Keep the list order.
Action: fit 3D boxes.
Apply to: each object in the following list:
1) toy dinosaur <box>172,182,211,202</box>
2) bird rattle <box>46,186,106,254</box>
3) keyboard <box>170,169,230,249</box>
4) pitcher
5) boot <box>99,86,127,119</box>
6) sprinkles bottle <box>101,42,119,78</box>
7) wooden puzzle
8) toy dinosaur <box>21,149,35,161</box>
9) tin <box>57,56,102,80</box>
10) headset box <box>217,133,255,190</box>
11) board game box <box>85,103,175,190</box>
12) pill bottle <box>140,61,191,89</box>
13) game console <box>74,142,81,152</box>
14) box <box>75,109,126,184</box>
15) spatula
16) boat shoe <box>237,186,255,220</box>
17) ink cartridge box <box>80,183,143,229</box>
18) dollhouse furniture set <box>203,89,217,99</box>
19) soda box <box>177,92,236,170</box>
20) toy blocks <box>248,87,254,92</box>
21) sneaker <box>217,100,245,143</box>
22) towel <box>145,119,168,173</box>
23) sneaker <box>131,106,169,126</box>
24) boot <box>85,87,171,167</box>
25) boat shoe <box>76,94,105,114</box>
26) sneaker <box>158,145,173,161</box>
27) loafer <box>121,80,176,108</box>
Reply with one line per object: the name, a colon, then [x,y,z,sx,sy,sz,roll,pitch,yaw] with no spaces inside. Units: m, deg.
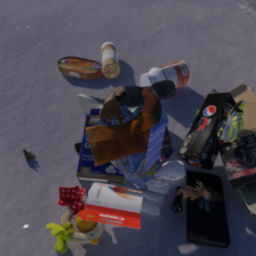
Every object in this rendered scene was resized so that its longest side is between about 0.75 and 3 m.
toy dinosaur: [1.888,1.903,8.441,1.104,0.748,0.474,0,61,5]
bird rattle: [-1.500,2.744,8.477,1.663,1.149,2.039,12,40,4]
keyboard: [2.242,2.463,9.063,1.726,0.369,2.875,10,34,6]
pitcher: [1.469,1.656,10.040,1.128,0.684,0.968,-8,42,4]
boot: [-0.635,-0.926,10.250,1.496,0.525,1.094,-45,22,-12]
sprinkles bottle: [-1.066,-4.025,16.407,0.956,0.956,2.803,-4,41,-4]
wooden puzzle: [4.531,-0.339,11.762,2.566,0.517,2.774,-34,43,12]
toy dinosaur: [-3.879,1.142,10.965,0.404,0.304,0.790,-29,54,-12]
tin: [-2.768,-3.442,16.039,2.624,0.549,1.470,16,39,13]
headset box: [3.863,1.182,9.317,1.315,0.664,1.769,-20,39,17]
board game box: [0.050,0.587,9.985,2.716,0.468,1.839,42,69,11]
pill bottle: [1.895,-2.531,14.366,2.441,1.369,1.369,-20,45,-23]
game console: [-1.683,0.953,11.235,0.697,0.142,1.182,-17,44,-19]
box: [-0.845,0.533,10.560,1.783,0.477,2.943,4,66,5]
spatula: [0.271,2.202,9.781,2.081,0.167,1.447,12,42,18]
boat shoe: [4.160,2.064,9.448,0.930,0.786,2.609,-23,26,19]
ink cartridge box: [-0.408,2.196,8.184,1.641,0.507,2.023,10,3,2]
dollhouse furniture set: [4.336,-1.452,14.015,0.861,0.562,0.813,-4,53,-54]
soda box: [3.090,0.065,10.637,1.059,0.948,2.992,3,56,50]
toy blocks: [5.771,-0.884,12.539,1.333,1.584,1.480,25,13,-39]
sneaker: [3.694,-0.196,9.652,0.665,0.656,1.739,30,70,11]
towel: [0.827,0.503,8.228,0.172,1.442,1.044,18,27,23]
sneaker: [0.157,-0.343,12.141,2.900,1.153,1.893,-12,29,-3]
boot: [-0.106,-0.106,9.742,2.705,0.926,2.547,-12,69,0]
boat shoe: [-1.321,-1.075,13.200,2.230,0.833,1.034,30,42,20]
sneaker: [1.317,0.859,9.449,0.313,0.338,0.839,-2,32,40]
loafer: [0.699,-1.300,11.744,2.705,0.852,0.972,-10,74,17]
